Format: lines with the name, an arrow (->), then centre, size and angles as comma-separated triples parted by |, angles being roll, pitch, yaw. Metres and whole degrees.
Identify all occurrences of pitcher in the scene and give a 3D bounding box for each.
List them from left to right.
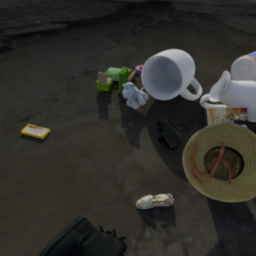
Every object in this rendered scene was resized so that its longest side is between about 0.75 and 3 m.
pitcher -> 4.486, -1.082, 11.466 | 2.566, 2.202, 1.556 | 18, 67, -14

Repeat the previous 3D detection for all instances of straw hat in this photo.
straw hat -> 2.874, 1.132, 8.674 | 2.573, 1.089, 2.573 | 0, 69, 0

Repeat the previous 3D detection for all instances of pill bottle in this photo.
pill bottle -> 6.666, -3.093, 14.068 | 2.833, 1.588, 1.588 | -24, 43, -29

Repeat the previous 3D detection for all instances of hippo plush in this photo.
hippo plush -> 0.286, -1.528, 12.136 | 0.974, 0.984, 1.223 | 7, 67, 33

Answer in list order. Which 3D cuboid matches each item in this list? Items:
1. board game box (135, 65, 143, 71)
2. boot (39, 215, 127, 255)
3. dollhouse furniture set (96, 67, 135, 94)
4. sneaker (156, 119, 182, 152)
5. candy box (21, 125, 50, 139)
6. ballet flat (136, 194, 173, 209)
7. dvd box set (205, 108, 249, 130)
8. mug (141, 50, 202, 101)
board game box -> 0.822, -3.389, 15.645 | 0.813, 0.158, 0.642 | 21, 42, 24
boot -> -1.072, 3.096, 6.700 | 1.572, 0.710, 1.918 | 25, 43, 24
dollhouse furniture set -> -0.563, -2.790, 13.959 | 1.438, 1.101, 2.194 | 13, 40, 12
sneaker -> 1.388, 0.247, 10.575 | 0.834, 0.480, 1.600 | -19, 44, -30
candy box -> -3.633, 0.145, 11.006 | 1.000, 0.132, 0.511 | 12, 41, 16
ballet flat -> 0.785, 2.113, 8.224 | 1.121, 0.358, 0.424 | -6, 39, -7
dvd box set -> 3.668, -0.180, 10.376 | 1.551, 0.228, 1.135 | -1, 80, -2
mug -> 2.306, -2.379, 13.073 | 2.750, 2.031, 2.411 | 45, 40, 6
